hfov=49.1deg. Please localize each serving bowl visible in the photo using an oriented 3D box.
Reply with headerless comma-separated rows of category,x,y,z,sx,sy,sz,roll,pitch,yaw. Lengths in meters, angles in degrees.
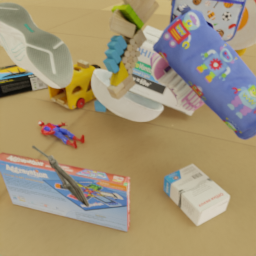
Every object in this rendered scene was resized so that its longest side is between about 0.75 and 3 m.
serving bowl,-0.143,-0.939,9.175,2.532,0.833,2.532,27,21,-11

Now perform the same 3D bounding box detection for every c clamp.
c clamp,-1.074,0.880,4.835,1.048,1.227,0.166,29,61,31

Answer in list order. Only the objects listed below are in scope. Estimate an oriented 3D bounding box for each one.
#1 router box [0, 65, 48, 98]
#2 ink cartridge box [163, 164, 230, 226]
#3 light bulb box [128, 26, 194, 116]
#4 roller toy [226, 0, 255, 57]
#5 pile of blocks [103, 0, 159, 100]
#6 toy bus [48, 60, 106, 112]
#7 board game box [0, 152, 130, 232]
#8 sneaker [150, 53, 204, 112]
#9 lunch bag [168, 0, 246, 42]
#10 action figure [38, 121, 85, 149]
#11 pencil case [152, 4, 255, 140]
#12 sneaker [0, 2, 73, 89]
router box,-4.498,-2.017,11.396,2.342,0.598,1.747,-18,39,-23
ink cartridge box,1.532,1.501,6.438,0.898,0.518,1.230,-18,39,-24
light bulb box,1.396,-2.121,9.907,2.665,1.678,2.689,22,33,0
roller toy,3.543,-3.537,8.824,2.024,2.219,1.551,-29,2,40
pile of blocks,-0.214,-2.108,6.817,1.119,2.726,0.847,11,9,-38
toy bus,-1.687,-1.787,10.419,2.474,1.355,2.622,-3,35,-5
board game box,-1.323,1.343,5.866,2.785,1.434,0.271,9,38,13
sneaker,1.257,-1.245,7.138,0.838,2.085,0.922,-43,38,12
lunch bag,1.974,-3.091,7.213,1.879,1.506,0.710,14,42,9
action figure,-2.135,0.107,8.562,1.737,0.449,0.568,18,41,28
pencil case,1.794,-1.112,5.650,1.228,1.104,2.828,-43,88,0
sneaker,-1.508,-1.212,4.487,0.658,0.749,1.870,-29,66,-33
